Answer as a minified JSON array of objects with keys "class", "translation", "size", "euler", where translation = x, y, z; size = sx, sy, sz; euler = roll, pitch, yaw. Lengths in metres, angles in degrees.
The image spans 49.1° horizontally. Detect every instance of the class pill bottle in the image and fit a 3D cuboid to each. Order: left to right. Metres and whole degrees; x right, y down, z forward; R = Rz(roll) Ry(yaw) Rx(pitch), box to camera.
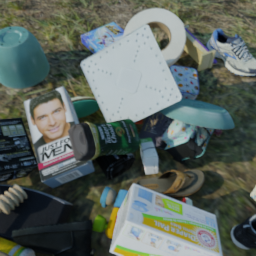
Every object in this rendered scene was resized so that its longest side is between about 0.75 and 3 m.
[{"class":"pill bottle","translation":[-3.367,3.261,6.986],"size":[1.782,0.990,0.990],"euler":[14,54,11]}]

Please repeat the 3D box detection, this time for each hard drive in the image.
[{"class":"hard drive","translation":[-2.964,2.464,7.892],"size":[2.405,0.509,1.622],"euler":[12,54,9]}]

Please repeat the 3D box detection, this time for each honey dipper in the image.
[{"class":"honey dipper","translation":[-3.808,2.524,6.937],"size":[0.541,0.541,2.848],"euler":[31,50,21]}]

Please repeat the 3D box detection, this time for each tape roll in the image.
[{"class":"tape roll","translation":[1.120,-3.739,11.857],"size":[2.655,0.485,2.655],"euler":[-1,81,5]}]

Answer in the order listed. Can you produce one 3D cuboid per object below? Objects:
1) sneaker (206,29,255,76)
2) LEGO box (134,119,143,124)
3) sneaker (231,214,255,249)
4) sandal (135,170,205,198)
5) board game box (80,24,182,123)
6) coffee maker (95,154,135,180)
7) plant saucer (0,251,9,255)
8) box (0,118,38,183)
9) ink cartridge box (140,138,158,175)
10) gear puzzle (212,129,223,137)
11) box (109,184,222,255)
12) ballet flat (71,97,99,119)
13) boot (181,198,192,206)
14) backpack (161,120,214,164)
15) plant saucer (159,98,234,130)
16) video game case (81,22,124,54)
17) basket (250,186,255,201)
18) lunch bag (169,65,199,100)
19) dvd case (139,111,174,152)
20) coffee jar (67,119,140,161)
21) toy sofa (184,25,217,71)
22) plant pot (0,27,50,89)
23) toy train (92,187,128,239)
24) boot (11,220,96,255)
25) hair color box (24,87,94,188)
[{"class":"sneaker","translation":[4.465,-3.207,11.781],"size":[1.061,1.173,2.753],"euler":[-34,61,-23]},{"class":"LEGO box","translation":[0.088,-1.647,10.178],"size":[0.950,1.834,2.462],"euler":[1,53,0]},{"class":"sneaker","translation":[3.834,2.698,7.308],"size":[2.037,1.159,0.769],"euler":[-2,53,-2]},{"class":"sandal","translation":[1.242,1.585,8.375],"size":[2.227,0.608,0.910],"euler":[-5,37,-2]},{"class":"board game box","translation":[0.058,-1.457,8.602],"size":[2.449,0.317,2.450],"euler":[-25,89,19]},{"class":"coffee maker","translation":[-0.769,0.861,8.919],"size":[1.474,1.033,1.534],"euler":[-37,58,-4]},{"class":"plant saucer","translation":[-3.130,4.069,6.085],"size":[2.802,0.413,2.802],"euler":[-1,80,8]},{"class":"box","translation":[-3.974,0.707,8.105],"size":[2.095,0.902,1.715],"euler":[-10,69,-46]},{"class":"ink cartridge box","translation":[0.644,0.883,8.772],"size":[0.408,0.706,0.967],"euler":[-7,33,-4]},{"class":"gear puzzle","translation":[2.824,-0.263,10.096],"size":[1.368,0.179,0.708],"euler":[31,59,15]},{"class":"box","translation":[0.848,2.397,6.380],"size":[2.175,1.102,1.223],"euler":[21,29,-3]},{"class":"ballet flat","translation":[-2.290,-0.680,10.105],"size":[2.559,0.863,0.798],"euler":[-21,46,-15]},{"class":"boot","translation":[1.046,2.620,7.737],"size":[1.254,0.630,1.739],"euler":[15,58,13]},{"class":"backpack","translation":[1.954,0.159,8.914],"size":[1.234,1.415,1.610],"euler":[48,59,-2]},{"class":"plant saucer","translation":[2.254,-0.553,9.144],"size":[2.481,0.446,2.481],"euler":[9,16,-3]},{"class":"video game case","translation":[-0.853,-3.900,12.755],"size":[1.826,0.458,2.015],"euler":[-30,58,-22]},{"class":"basket","translation":[4.168,1.946,7.990],"size":[1.066,0.742,0.940],"euler":[34,84,20]},{"class":"lunch bag","translation":[2.094,-1.764,10.979],"size":[1.253,0.591,1.563],"euler":[6,54,-3]},{"class":"dvd case","translation":[1.306,-0.070,10.036],"size":[1.455,0.156,1.957],"euler":[18,55,13]},{"class":"coffee jar","translation":[-0.659,0.316,7.779],"size":[1.966,0.839,1.025],"euler":[-6,72,-40]},{"class":"toy sofa","translation":[2.978,-3.535,12.213],"size":[1.040,0.883,2.131],"euler":[-22,56,-14]},{"class":"plant pot","translation":[-4.421,-2.944,11.231],"size":[2.165,1.738,2.165],"euler":[0,52,0]},{"class":"toy train","translation":[-0.356,2.749,7.383],"size":[1.357,0.993,2.345],"euler":[15,60,13]},{"class":"boot","translation":[-1.745,3.251,6.854],"size":[2.134,0.790,1.749],"euler":[-3,74,-10]},{"class":"hair color box","translation":[-2.138,0.236,8.543],"size":[1.375,0.842,2.777],"euler":[-22,63,-2]}]
